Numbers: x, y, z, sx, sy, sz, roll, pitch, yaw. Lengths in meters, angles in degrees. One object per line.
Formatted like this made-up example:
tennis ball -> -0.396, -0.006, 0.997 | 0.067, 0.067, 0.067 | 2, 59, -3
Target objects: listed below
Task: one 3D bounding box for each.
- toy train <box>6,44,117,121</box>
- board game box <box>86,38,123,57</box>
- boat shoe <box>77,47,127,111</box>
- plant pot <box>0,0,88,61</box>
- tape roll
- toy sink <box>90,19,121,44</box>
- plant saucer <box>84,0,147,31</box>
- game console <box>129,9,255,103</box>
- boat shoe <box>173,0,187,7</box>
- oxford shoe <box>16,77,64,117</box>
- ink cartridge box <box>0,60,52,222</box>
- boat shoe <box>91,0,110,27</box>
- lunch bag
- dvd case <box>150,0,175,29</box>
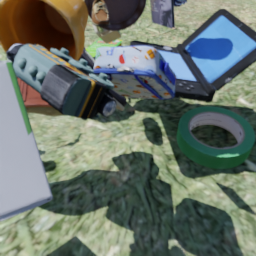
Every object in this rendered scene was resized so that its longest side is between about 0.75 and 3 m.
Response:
toy train -> -0.983, -0.711, 4.053 | 1.787, 0.761, 1.018 | 36, 14, 28
board game box -> -1.190, -3.311, 12.069 | 1.104, 0.346, 2.310 | 18, 48, 18
boat shoe -> -0.800, -1.478, 6.537 | 0.792, 2.525, 0.917 | -46, 13, -9
plant pot -> -1.388, -1.909, 5.147 | 1.485, 1.485, 1.359 | 9, 44, 10
tape roll -> 2.477, 0.215, 8.050 | 2.109, 0.507, 2.109 | 0, 42, 0
toy sink -> -0.712, -3.378, 9.210 | 0.658, 1.174, 0.765 | -21, 86, 12
plant saucer -> -0.379, -3.825, 8.259 | 1.863, 1.863, 0.321 | -8, 41, -9
game console -> 1.563, -2.131, 7.289 | 2.550, 1.687, 2.899 | 6, 37, -13
boat shoe -> 1.472, -3.448, 7.051 | 0.656, 0.815, 1.758 | -18, 39, -15
oxford shoe -> -2.141, -0.624, 6.084 | 2.906, 1.073, 1.028 | 6, 65, -4
ink cartridge box -> -2.003, 0.332, 3.780 | 0.965, 2.298, 1.664 | -16, 88, -33
boat shoe -> -0.741, -2.987, 7.224 | 0.468, 0.457, 1.237 | -6, 41, -12
lunch bag -> 0.174, -0.894, 4.790 | 1.231, 1.537, 0.581 | 9, 85, 25
dvd case -> 0.585, -2.373, 5.049 | 0.082, 1.026, 0.763 | -20, 34, -16
